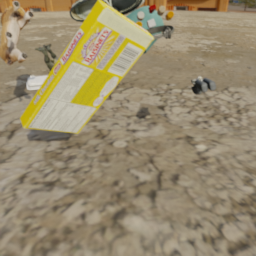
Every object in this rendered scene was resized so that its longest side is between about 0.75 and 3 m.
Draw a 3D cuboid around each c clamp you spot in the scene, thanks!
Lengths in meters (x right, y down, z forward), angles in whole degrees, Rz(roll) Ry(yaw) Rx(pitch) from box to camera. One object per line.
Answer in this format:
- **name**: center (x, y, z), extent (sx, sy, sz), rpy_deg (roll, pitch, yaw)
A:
- **c clamp**: center (0.422, -2.651, 8.430), extent (2.236, 0.303, 1.911), rpy_deg (-19, 27, -4)

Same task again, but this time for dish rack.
- **dish rack**: center (-4.185, -2.330, 13.901), extent (1.685, 0.367, 1.446), rpy_deg (-10, 31, -16)

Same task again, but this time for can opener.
- **can opener**: center (1.899, -1.055, 7.094), extent (0.378, 0.477, 1.434), rpy_deg (-13, 11, 5)

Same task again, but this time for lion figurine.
- **lion figurine**: center (-3.460, -2.709, 8.337), extent (0.885, 2.442, 1.496), rpy_deg (24, -26, -35)

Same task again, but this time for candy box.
- **candy box**: center (-0.888, -1.025, 5.891), extent (1.519, 2.972, 0.393), rpy_deg (12, 37, -50)

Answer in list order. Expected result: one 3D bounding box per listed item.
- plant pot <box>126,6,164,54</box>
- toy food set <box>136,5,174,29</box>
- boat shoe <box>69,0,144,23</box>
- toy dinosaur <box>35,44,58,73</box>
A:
- **plant pot**: center (0.642, -4.178, 11.618), extent (1.346, 1.677, 1.677), rpy_deg (-44, 38, -2)
- **toy food set**: center (0.568, -2.613, 6.644), extent (0.933, 0.445, 0.420), rpy_deg (-23, 8, 1)
- **boat shoe**: center (-0.772, -4.168, 9.624), extent (2.732, 1.033, 0.824), rpy_deg (-5, 35, 30)
- **toy dinosaur**: center (-2.016, -1.770, 7.431), extent (0.475, 0.881, 2.000), rpy_deg (-32, 14, -9)
